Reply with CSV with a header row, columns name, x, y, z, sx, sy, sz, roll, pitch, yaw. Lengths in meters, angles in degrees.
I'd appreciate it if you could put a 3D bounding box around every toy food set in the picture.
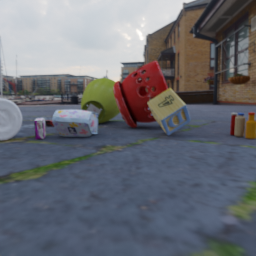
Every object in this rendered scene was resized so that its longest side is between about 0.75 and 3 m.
name,x,y,z,sx,sy,sz,roll,pitch,yaw
toy food set,3.928,-0.155,9.435,0.861,0.812,1.804,4,8,27

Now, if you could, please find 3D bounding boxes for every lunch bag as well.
name,x,y,z,sx,sy,sz,roll,pitch,yaw
lunch bag,-1.716,-0.160,9.250,1.222,0.916,1.441,3,-3,4

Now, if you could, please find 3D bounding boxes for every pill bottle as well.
name,x,y,z,sx,sy,sz,roll,pitch,yaw
pill bottle,-4.411,-0.320,8.953,1.262,1.262,2.280,-6,8,-41

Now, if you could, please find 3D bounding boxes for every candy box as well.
name,x,y,z,sx,sy,sz,roll,pitch,yaw
candy box,-2.795,0.018,8.912,0.268,0.600,0.879,-3,7,-13

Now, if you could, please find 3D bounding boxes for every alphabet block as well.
name,x,y,z,sx,sy,sz,roll,pitch,yaw
alphabet block,1.372,-0.538,9.384,0.964,0.959,0.982,-32,50,-1

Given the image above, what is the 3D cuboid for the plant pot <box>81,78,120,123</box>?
name,x,y,z,sx,sy,sz,roll,pitch,yaw
plant pot,-1.441,-1.144,14.034,2.267,2.267,2.423,1,21,7

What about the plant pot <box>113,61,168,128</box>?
name,x,y,z,sx,sy,sz,roll,pitch,yaw
plant pot,0.645,-1.318,11.746,2.177,2.391,2.391,-20,4,8

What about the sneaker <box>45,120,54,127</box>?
name,x,y,z,sx,sy,sz,roll,pitch,yaw
sneaker,-3.407,-0.203,12.404,0.813,0.287,0.397,-1,6,-33
